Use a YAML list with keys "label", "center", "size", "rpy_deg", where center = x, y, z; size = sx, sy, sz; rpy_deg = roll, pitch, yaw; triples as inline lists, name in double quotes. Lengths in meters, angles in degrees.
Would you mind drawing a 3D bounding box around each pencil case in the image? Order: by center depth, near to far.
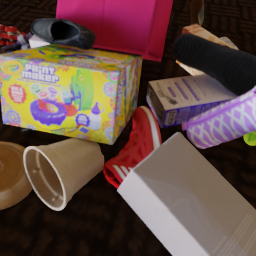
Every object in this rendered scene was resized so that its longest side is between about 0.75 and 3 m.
- label: "pencil case"
  center: [2.410, -0.218, 6.609]
  size: [0.945, 2.210, 0.928]
  rpy_deg: [20, 55, -30]

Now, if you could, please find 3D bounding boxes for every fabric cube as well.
- label: "fabric cube"
  center: [-0.221, -3.738, 8.508]
  size: [2.871, 2.862, 2.817]
  rpy_deg: [12, 12, 12]

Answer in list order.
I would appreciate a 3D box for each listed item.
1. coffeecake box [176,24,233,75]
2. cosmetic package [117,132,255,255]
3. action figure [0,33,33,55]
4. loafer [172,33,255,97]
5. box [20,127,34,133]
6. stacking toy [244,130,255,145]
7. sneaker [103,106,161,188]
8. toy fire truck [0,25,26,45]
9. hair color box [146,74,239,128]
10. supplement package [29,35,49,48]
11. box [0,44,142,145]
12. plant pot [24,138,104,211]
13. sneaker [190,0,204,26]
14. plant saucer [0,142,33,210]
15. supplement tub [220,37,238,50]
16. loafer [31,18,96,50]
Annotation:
- label: "coffeecake box"
  center: [2.440, -2.392, 9.236]
  size: [0.627, 1.318, 1.717]
  rpy_deg: [-21, 51, -23]
- label: "cosmetic package"
  center: [1.228, 1.560, 5.144]
  size: [1.426, 1.204, 2.669]
  rpy_deg: [-32, 70, -32]
- label: "action figure"
  center: [-4.374, -2.590, 9.860]
  size: [2.312, 0.802, 1.505]
  rpy_deg: [-15, 56, -9]
- label: "loafer"
  center: [2.696, -1.829, 7.830]
  size: [2.969, 1.084, 1.059]
  rpy_deg: [30, 27, 3]
- label: "box"
  center: [-2.761, -0.399, 8.136]
  size: [0.841, 0.229, 1.050]
  rpy_deg: [-18, 49, -16]
- label: "stacking toy"
  center: [3.379, -0.091, 7.522]
  size: [1.031, 0.933, 0.435]
  rpy_deg: [43, 26, 23]
- label: "sneaker"
  center: [0.048, 0.461, 6.852]
  size: [1.445, 0.980, 2.502]
  rpy_deg: [-7, 46, -8]
- label: "toy fire truck"
  center: [-4.578, -3.663, 10.960]
  size: [1.227, 0.688, 1.031]
  rpy_deg: [12, 30, 10]
- label: "hair color box"
  center: [1.845, -0.861, 8.166]
  size: [2.339, 0.758, 1.279]
  rpy_deg: [-9, 47, -15]
- label: "supplement package"
  center: [-2.522, -2.886, 9.859]
  size: [1.094, 1.102, 1.452]
  rpy_deg: [11, 48, 10]
- label: "box"
  center: [-1.274, -1.076, 7.183]
  size: [2.732, 1.667, 2.632]
  rpy_deg: [11, 24, 10]
- label: "plant pot"
  center: [-1.327, 0.837, 6.274]
  size: [1.474, 1.474, 1.349]
  rpy_deg: [35, 42, 28]
- label: "sneaker"
  center: [2.528, -4.237, 10.172]
  size: [0.426, 1.270, 0.570]
  rpy_deg: [11, 36, 21]
- label: "plant saucer"
  center: [-3.080, 0.994, 6.540]
  size: [1.850, 0.327, 1.850]
  rpy_deg: [7, 50, -8]
- label: "supplement tub"
  center: [3.589, -2.839, 10.181]
  size: [0.591, 0.591, 0.895]
  rpy_deg: [-10, 47, -9]
- label: "loafer"
  center: [-1.778, -2.499, 7.177]
  size: [2.066, 0.725, 0.702]
  rpy_deg: [21, 93, 27]
